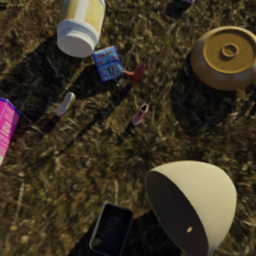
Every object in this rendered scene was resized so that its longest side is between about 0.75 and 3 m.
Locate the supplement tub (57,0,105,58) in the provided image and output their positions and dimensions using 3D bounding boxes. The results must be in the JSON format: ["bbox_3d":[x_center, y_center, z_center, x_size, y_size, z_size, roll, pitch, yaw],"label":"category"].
[{"bbox_3d":[-1.727,-3.795,10.158,1.505,1.505,2.080,8,71,3],"label":"supplement tub"}]

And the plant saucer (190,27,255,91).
[{"bbox_3d":[3.617,-2.648,10.077,2.672,0.473,2.672,-3,71,9],"label":"plant saucer"}]

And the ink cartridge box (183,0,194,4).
[{"bbox_3d":[2.368,-5.438,11.361,0.780,0.298,0.532,25,73,10],"label":"ink cartridge box"}]

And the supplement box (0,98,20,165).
[{"bbox_3d":[-4.601,0.285,8.905,1.223,1.249,2.417,13,71,3],"label":"supplement box"}]

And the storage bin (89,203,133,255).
[{"bbox_3d":[-0.468,3.010,8.198,0.932,0.646,1.378,17,65,7],"label":"storage bin"}]

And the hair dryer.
[{"bbox_3d":[0.118,-1.824,9.749,1.264,0.963,0.343,-37,76,-8],"label":"hair dryer"}]

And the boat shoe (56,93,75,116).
[{"bbox_3d":[-2.163,-0.799,9.730,0.331,0.274,0.921,34,96,17],"label":"boat shoe"}]

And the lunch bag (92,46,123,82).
[{"bbox_3d":[-0.710,-2.249,10.216,0.877,0.548,1.166,-20,88,-5],"label":"lunch bag"}]

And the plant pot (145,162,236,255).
[{"bbox_3d":[1.915,1.961,7.773,1.751,2.608,2.608,-25,73,-21],"label":"plant pot"}]

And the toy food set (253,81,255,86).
[{"bbox_3d":[4.879,-2.234,10.148,1.201,0.505,1.673,-34,75,-11],"label":"toy food set"}]

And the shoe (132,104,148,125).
[{"bbox_3d":[0.406,-0.475,9.626,0.285,0.362,0.797,35,75,11],"label":"shoe"}]
